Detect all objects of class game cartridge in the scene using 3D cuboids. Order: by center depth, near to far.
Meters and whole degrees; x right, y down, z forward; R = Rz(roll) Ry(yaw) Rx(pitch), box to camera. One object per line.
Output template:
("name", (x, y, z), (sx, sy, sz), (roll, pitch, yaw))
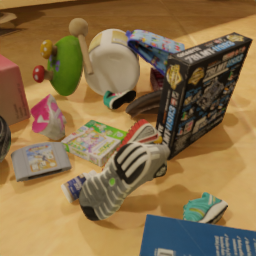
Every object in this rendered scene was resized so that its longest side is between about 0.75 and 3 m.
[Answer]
("game cartridge", (-2.200, 0.803, 7.072), (1.336, 0.278, 0.890), (-11, 61, -27))

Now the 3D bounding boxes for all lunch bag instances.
("lunch bag", (0.892, -2.930, 10.167), (2.181, 1.026, 1.642), (29, 32, -8))

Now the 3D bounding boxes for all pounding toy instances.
("pounding toy", (-2.449, -2.359, 9.695), (1.313, 2.184, 2.830), (3, -16, -35))

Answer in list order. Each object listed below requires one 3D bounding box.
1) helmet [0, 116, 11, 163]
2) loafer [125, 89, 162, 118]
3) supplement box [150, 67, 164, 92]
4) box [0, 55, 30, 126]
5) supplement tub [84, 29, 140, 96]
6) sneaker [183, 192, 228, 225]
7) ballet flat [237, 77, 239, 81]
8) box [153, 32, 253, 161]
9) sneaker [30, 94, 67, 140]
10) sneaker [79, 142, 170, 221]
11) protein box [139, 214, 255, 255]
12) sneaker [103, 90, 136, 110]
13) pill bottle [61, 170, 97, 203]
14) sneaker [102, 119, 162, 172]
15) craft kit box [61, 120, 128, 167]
("helmet", (-3.791, 0.320, 6.862), (1.694, 1.777, 1.777), (47, 49, 11))
("loafer", (1.224, -0.807, 9.095), (2.655, 0.942, 0.969), (-20, 7, 0))
("supplement box", (1.527, -1.744, 10.902), (1.094, 0.612, 2.010), (-2, 33, -4))
("box", (-4.764, -0.836, 8.377), (2.942, 1.881, 1.603), (-28, 43, -34))
("supplement tub", (-0.597, -2.662, 10.995), (2.024, 2.024, 2.803), (0, 34, -1))
("sneaker", (1.341, 1.799, 5.609), (1.600, 0.620, 0.637), (-19, 43, -42))
("ballet flat", (2.875, -2.164, 9.979), (0.941, 0.941, 2.536), (-25, 35, -32))
("box", (1.959, -0.878, 7.566), (2.844, 2.823, 0.707), (-29, 49, -35))
("sneaker", (-2.375, -0.282, 8.507), (0.818, 0.887, 2.010), (-35, 37, 12))
("sneaker", (0.037, 1.078, 5.620), (1.333, 2.309, 0.866), (-5, 59, -45))
("protein box", (1.048, 2.487, 3.952), (1.897, 1.280, 1.883), (6, 34, 9))
("sneaker", (-0.397, -1.085, 9.972), (0.797, 0.552, 1.321), (23, 37, 35))
("pill bottle", (-1.063, 1.301, 6.366), (0.813, 0.451, 0.451), (-28, 42, -21))
("sneaker", (0.042, 0.749, 6.362), (0.783, 1.907, 0.742), (37, 6, 15))
("craft kit box", (-0.920, 0.379, 8.013), (1.403, 0.345, 1.421), (21, 39, 24))
